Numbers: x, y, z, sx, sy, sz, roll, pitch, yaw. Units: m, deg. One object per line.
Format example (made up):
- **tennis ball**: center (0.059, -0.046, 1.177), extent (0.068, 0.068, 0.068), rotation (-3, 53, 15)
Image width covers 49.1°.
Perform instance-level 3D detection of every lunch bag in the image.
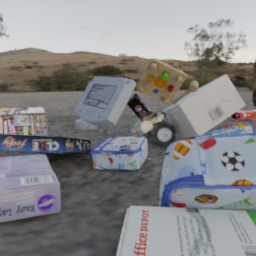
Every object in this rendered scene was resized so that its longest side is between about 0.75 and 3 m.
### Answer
- **lunch bag**: center (1.777, 1.007, 4.449), extent (2.544, 2.038, 0.961), rotation (2, 51, 3)
- **lunch bag**: center (-0.254, 0.738, 8.603), extent (1.572, 0.741, 1.962), rotation (1, 10, 14)

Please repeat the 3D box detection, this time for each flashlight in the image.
- **flashlight**: center (1.334, 0.022, 11.758), extent (0.950, 0.954, 2.806), rotation (-2, 12, 0)

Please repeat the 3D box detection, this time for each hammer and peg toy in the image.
- **hammer and peg toy**: center (1.319, -1.375, 9.357), extent (1.846, 1.357, 0.651), rotation (25, 40, -6)

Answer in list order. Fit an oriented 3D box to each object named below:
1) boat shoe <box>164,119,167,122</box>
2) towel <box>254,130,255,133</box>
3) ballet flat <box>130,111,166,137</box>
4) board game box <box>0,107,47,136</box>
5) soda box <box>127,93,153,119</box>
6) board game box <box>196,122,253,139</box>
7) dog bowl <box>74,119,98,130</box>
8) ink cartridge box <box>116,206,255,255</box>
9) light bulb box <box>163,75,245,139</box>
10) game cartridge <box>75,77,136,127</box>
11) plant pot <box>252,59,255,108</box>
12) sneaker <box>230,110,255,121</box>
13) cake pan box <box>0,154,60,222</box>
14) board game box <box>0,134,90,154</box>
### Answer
- **boat shoe**: center (1.816, -0.169, 13.733), extent (0.970, 0.781, 2.093), rotation (5, 12, -31)
- **towel**: center (6.496, 0.338, 11.358), extent (2.010, 0.484, 1.720), rotation (-3, 10, -14)
- **ballet flat**: center (0.788, -0.183, 10.092), extent (1.599, 0.575, 0.575), rotation (-32, 27, -29)
- **board game box**: center (-4.673, -0.067, 11.312), extent (2.630, 1.274, 2.097), rotation (-3, 11, -18)
- **soda box**: center (0.606, -0.679, 11.656), extent (0.544, 1.538, 0.487), rotation (-37, 17, 17)
- **board game box**: center (3.317, 0.310, 9.818), extent (1.786, 0.510, 1.824), rotation (-15, 3, 15)
- **dog bowl**: center (-2.114, -0.201, 14.506), extent (1.329, 0.390, 1.329), rotation (1, 11, 0)
- **ink cartridge box**: center (0.941, 1.649, 3.276), extent (2.073, 0.861, 1.520), rotation (1, 11, 7)
- **light bulb box**: center (2.713, -0.709, 10.551), extent (2.133, 1.343, 2.152), rotation (-32, 1, -10)
- **game cartridge**: center (-0.748, -0.758, 7.995), extent (0.450, 1.444, 2.169), rotation (27, -5, -34)
- **plant pot**: center (5.485, -1.640, 9.909), extent (2.290, 2.290, 2.267), rotation (7, 40, 32)
- **sneaker**: center (7.073, -0.713, 16.601), extent (1.916, 0.640, 1.027), rotation (6, 13, 45)
- **cake pan box**: center (-2.882, 1.220, 5.974), extent (2.722, 0.712, 2.507), rotation (-5, 12, -23)
- **board game box**: center (-2.383, 0.516, 8.615), extent (1.814, 0.463, 2.677), rotation (2, -4, 8)
